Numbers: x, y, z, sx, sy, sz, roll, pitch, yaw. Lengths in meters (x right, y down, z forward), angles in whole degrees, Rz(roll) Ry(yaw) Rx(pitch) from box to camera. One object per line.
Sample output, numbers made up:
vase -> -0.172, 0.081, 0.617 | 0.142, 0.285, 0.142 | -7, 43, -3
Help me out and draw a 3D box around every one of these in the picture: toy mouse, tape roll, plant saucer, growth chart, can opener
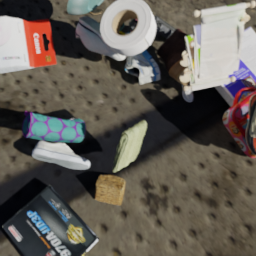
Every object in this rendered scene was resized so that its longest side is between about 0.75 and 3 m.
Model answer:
toy mouse -> -0.138, -4.158, 11.766 | 2.499, 0.484, 2.221 | 7, 49, 20
tape roll -> 0.004, -3.372, 9.388 | 1.830, 0.640, 1.830 | -3, 80, 19
plant saucer -> -1.110, -4.742, 9.682 | 0.473, 2.455, 2.455 | 42, 67, -5
growth chart -> 2.742, -2.486, 9.067 | 2.128, 2.940, 0.261 | -4, 40, -1
can opener -> 1.021, -3.891, 11.070 | 0.892, 2.668, 0.712 | -39, 63, 30

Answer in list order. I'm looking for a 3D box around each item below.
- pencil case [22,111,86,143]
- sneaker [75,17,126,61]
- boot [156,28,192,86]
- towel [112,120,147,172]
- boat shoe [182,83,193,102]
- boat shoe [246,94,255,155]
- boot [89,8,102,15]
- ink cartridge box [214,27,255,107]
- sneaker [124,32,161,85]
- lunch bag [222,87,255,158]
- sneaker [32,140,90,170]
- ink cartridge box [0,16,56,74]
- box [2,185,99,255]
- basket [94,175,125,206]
pencil case -> -2.131, -0.005, 8.111 | 1.692, 0.720, 0.782 | 8, 62, -36
sneaker -> -1.067, -3.283, 10.862 | 2.390, 0.962, 0.913 | 43, 38, 14
boot -> 2.267, -3.081, 10.084 | 0.971, 2.684, 2.232 | 18, 35, -41
towel -> 0.054, 0.532, 7.803 | 0.267, 1.462, 1.085 | 32, 38, 23
boat shoe -> 2.218, -1.464, 10.538 | 0.387, 0.344, 1.052 | -8, 61, -5
boat shoe -> 3.851, -0.052, 8.098 | 0.670, 0.589, 1.883 | -5, 100, -7
boot -> -1.635, -5.474, 12.646 | 0.868, 0.601, 0.336 | 13, 62, 7
ink cartridge box -> 4.385, -2.124, 10.480 | 2.666, 0.584, 2.691 | -31, 78, -14
sneaker -> 0.240, -2.719, 10.950 | 1.099, 0.951, 2.536 | -26, 63, -8
lunch bag -> 4.428, -0.423, 9.248 | 2.445, 1.002, 2.154 | -33, 84, -14
sneaker -> -2.086, 0.819, 8.962 | 1.857, 0.678, 0.658 | 17, 58, -7
ink cartridge box -> -4.341, -3.365, 11.073 | 2.569, 0.733, 2.088 | -11, 83, -2
box -> -2.175, 2.984, 7.945 | 2.172, 0.500, 1.726 | 41, 68, 20
basket -> -0.557, 1.901, 8.691 | 0.877, 0.653, 0.626 | 10, 28, 6
